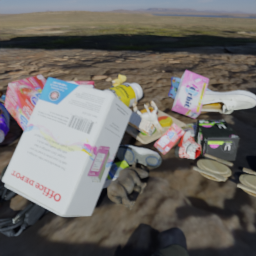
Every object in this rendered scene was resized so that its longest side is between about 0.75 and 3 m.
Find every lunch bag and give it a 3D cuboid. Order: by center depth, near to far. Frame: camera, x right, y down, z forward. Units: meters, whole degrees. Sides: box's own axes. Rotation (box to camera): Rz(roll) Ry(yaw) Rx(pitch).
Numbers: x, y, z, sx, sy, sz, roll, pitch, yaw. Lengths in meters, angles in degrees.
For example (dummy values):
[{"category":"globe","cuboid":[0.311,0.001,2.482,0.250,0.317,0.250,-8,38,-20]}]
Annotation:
[{"category":"lunch bag","cuboid":[3.624,-1.901,14.797,2.362,1.111,1.778,0,23,-21]}]

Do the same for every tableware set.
[{"category":"tableware set","cuboid":[3.144,1.573,8.377,2.308,0.462,1.525,20,21,24]}]

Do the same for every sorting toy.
[{"category":"sorting toy","cuboid":[0.886,-0.246,11.854,2.378,0.434,2.201,-19,33,-28]}]

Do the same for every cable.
[{"category":"cable","cuboid":[-2.922,1.992,7.567,1.728,0.538,2.118,3,29,18]}]

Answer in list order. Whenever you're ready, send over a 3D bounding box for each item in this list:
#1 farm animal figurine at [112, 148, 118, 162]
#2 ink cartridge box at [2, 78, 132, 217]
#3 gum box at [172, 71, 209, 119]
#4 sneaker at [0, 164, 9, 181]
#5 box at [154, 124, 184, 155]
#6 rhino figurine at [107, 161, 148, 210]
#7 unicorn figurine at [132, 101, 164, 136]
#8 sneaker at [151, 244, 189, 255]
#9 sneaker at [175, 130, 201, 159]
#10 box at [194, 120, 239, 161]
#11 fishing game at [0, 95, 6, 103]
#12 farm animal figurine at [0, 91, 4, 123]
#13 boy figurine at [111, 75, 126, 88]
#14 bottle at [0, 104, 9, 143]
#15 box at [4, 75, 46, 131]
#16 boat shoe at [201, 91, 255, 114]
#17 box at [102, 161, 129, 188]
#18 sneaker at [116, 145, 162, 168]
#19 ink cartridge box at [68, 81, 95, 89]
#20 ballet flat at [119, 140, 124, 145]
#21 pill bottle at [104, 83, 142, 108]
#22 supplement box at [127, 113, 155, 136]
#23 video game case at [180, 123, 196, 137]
[{"category":"farm animal figurine","cuboid":[-0.750,0.422,9.131,1.147,1.843,2.282,29,39,-12]},{"category":"ink cartridge box","cuboid":[-1.501,0.462,7.028,2.106,2.914,1.234,18,-10,27]},{"category":"gum box","cuboid":[2.710,-1.495,12.135,1.078,0.628,1.900,20,68,-1]},{"category":"sneaker","cuboid":[-3.407,1.190,8.771,0.485,0.520,1.311,36,63,4]},{"category":"box","cuboid":[1.450,0.398,9.953,0.518,0.478,1.010,42,73,6]},{"category":"rhino figurine","cuboid":[0.073,1.524,7.939,0.852,0.582,1.948,30,31,10]},{"category":"unicorn figurine","cuboid":[0.764,-0.434,10.995,1.704,1.170,0.629,11,35,44]},{"category":"sneaker","cuboid":[0.342,2.842,5.071,0.947,1.132,2.495,20,32,38]},{"category":"sneaker","cuboid":[2.279,0.622,10.131,0.791,0.493,1.475,9,33,26]},{"category":"box","cuboid":[3.139,0.419,10.093,1.112,0.931,1.497,-1,27,-1]},{"category":"fishing game","cuboid":[-5.055,-1.092,12.792,2.226,0.346,1.594,7,-13,21]},{"category":"farm animal figurine","cuboid":[-5.088,-0.316,9.776,2.062,1.284,2.553,-26,57,16]},{"category":"boy figurine","cuboid":[-0.669,-2.302,15.065,0.483,0.931,1.498,29,73,22]},{"category":"bottle","cuboid":[-5.215,-0.170,11.193,0.764,0.978,2.340,-22,31,-11]},{"category":"box","cuboid":[-3.018,-0.428,10.020,2.728,1.302,1.360,48,43,12]},{"category":"boat shoe","cuboid":[4.575,-1.102,13.253,2.998,1.063,1.047,5,53,4]},{"category":"box","cuboid":[-0.554,1.464,8.713,1.302,0.310,0.794,-10,30,-20]},{"category":"sneaker","cuboid":[0.321,0.926,9.487,1.612,0.601,0.702,16,13,1]},{"category":"ink cartridge box","cuboid":[-2.669,-1.198,13.014,2.065,1.203,2.853,-1,27,-1]},{"category":"ballet flat","cuboid":[-0.519,0.594,10.511,0.837,0.282,0.194,-13,-6,-34]},{"category":"pill bottle","cuboid":[-0.307,-1.479,13.567,1.209,1.209,2.173,20,33,34]},{"category":"supplement box","cuboid":[0.427,-0.155,10.489,1.079,0.397,0.680,29,-7,21]},{"category":"video game case","cuboid":[2.721,0.084,11.689,1.005,0.111,0.914,-8,28,-15]}]
